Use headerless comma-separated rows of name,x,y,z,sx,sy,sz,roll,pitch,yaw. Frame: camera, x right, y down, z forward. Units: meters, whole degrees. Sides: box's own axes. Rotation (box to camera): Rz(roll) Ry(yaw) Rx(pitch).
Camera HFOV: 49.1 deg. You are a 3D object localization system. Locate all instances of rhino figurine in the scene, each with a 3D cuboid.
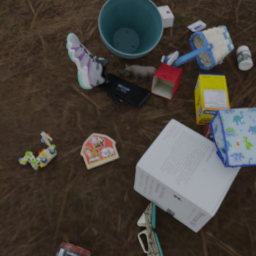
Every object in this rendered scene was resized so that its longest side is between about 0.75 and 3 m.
rhino figurine,0.466,-2.546,12.923,1.879,0.822,0.562,9,57,5

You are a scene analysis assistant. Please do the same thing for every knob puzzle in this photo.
knob puzzle,-1.203,0.781,11.114,1.601,0.222,1.601,-3,56,5

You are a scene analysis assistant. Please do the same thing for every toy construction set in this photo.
toy construction set,-3.399,0.959,10.853,1.012,0.711,1.543,30,74,18

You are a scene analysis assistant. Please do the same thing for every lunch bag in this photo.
lunch bag,3.374,0.340,8.328,1.442,1.080,1.696,-5,60,-2

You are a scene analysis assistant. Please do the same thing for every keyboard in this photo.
keyboard,-0.329,-1.593,12.606,2.391,0.307,1.436,27,55,19

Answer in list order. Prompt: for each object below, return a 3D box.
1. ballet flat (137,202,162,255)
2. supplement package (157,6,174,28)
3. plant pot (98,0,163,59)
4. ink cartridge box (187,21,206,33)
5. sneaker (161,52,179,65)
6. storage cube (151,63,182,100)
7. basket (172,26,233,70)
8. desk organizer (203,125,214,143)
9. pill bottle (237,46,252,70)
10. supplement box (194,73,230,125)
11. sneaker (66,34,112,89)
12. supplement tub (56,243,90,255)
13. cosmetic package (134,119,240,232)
ballet flat,0.667,3.443,9.325,0.720,0.648,1.911,-10,61,6
supplement package,2.004,-6.039,15.239,0.618,0.611,1.020,-13,59,-8
plant pot,0.015,-4.481,13.262,2.875,1.936,2.875,1,84,-7
ink cartridge box,3.675,-5.423,15.105,0.977,0.191,0.486,-30,63,-19
sneaker,1.843,-3.220,12.700,0.583,0.321,0.796,33,79,34
storage cube,1.705,-2.070,12.464,0.996,1.165,1.047,23,54,14
basket,3.211,-3.367,12.459,2.468,2.176,1.717,-21,97,5
desk organizer,4.290,0.167,11.210,2.433,0.873,0.937,4,56,2
pill bottle,5.615,-3.388,13.570,0.623,0.623,1.101,4,57,3
supplement box,3.515,-1.220,11.922,1.102,1.109,2.025,4,57,3
sneaker,-1.500,-2.971,11.957,1.697,2.426,0.943,-11,24,18
supplement tub,-1.896,4.545,8.365,1.030,1.030,1.927,13,59,8
cosmetic package,1.909,1.631,9.480,2.671,2.202,2.204,32,63,18
